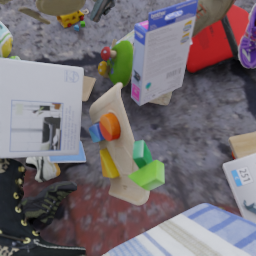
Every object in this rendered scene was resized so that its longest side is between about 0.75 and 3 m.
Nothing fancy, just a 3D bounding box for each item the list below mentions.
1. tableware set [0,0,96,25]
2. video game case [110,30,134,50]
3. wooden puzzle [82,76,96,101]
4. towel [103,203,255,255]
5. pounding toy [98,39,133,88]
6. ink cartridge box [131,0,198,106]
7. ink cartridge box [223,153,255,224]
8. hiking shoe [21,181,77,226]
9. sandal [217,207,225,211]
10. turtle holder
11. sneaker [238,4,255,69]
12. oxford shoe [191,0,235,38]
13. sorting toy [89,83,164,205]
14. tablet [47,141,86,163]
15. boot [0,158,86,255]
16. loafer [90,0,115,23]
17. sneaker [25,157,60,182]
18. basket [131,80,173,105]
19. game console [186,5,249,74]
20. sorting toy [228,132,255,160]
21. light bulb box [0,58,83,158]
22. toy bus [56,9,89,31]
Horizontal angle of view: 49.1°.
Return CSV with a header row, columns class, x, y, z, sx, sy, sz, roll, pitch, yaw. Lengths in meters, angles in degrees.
class,x,y,z,sx,sy,sz,roll,pitch,yaw
tableware set,-2.236,-3.623,6.942,1.982,2.999,0.601,-14,85,22
video game case,0.267,-3.097,9.200,1.728,1.573,0.191,-42,110,-19
wooden puzzle,-1.602,-1.286,8.916,0.972,0.181,0.900,12,63,11
towel,0.546,1.725,3.332,2.498,1.835,0.297,-20,101,-22
pounding toy,-0.536,-1.960,8.234,0.815,1.356,1.756,3,20,-25
ink cartridge box,0.728,-1.618,6.049,1.320,2.211,0.464,-27,56,-24
ink cartridge box,2.796,1.247,5.314,1.441,0.366,1.635,-21,69,11
hiking shoe,-1.963,1.962,7.036,1.662,0.629,0.837,-27,72,-3
sandal,1.289,1.665,4.697,0.888,0.363,0.242,-42,100,-13
turtle holder,-4.342,-2.694,8.954,1.808,1.374,1.284,36,63,20
sneaker,3.189,-2.319,7.085,0.666,1.653,0.690,10,27,20
oxford shoe,1.758,-2.725,6.784,0.761,2.036,0.717,-32,86,-34
sorting toy,-0.161,0.274,4.339,0.358,2.435,1.800,-12,88,-21
tablet,-1.698,0.644,7.640,1.068,0.073,0.695,3,53,-35
boot,-1.759,1.390,4.578,2.303,0.831,1.740,9,56,-13
loafer,-0.347,-2.616,5.558,0.398,0.455,1.266,26,80,-24
sneaker,-2.510,0.690,7.620,0.738,0.637,1.684,-28,65,-13
basket,0.880,-1.749,8.591,1.258,1.145,1.856,13,63,7
game console,3.196,-3.056,9.768,2.391,1.647,2.775,-20,59,25
sorting toy,3.615,0.869,7.593,1.465,0.510,1.456,-10,63,-5
light bulb box,-2.476,-0.401,5.208,2.532,2.510,1.580,1,95,-31
toy bus,-2.055,-4.154,10.155,1.053,0.577,1.116,6,63,3
